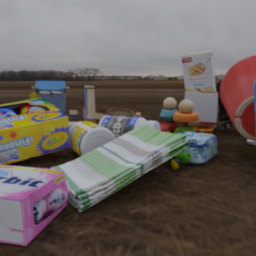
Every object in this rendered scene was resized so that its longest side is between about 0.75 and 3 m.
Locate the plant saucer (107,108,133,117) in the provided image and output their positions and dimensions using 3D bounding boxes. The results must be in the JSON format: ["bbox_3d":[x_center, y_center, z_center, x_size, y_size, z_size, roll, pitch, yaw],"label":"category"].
[{"bbox_3d":[-0.401,-0.758,14.555,1.363,0.201,1.363,3,22,-1],"label":"plant saucer"}]

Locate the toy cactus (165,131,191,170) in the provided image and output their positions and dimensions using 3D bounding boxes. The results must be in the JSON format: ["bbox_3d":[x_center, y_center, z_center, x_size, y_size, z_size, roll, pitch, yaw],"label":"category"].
[{"bbox_3d":[0.586,0.648,7.455,2.010,1.028,1.658,-8,1,1],"label":"toy cactus"}]

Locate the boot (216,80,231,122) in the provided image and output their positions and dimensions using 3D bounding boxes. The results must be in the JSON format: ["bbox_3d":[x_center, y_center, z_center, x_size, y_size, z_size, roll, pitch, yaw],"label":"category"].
[{"bbox_3d":[4.392,-1.298,11.921,0.587,1.790,1.475,14,-17,-29],"label":"boot"}]

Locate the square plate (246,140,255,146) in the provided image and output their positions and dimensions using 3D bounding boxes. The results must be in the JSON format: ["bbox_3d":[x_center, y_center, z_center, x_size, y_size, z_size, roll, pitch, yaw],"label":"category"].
[{"bbox_3d":[4.994,0.493,9.812,1.345,0.191,1.332,8,13,35],"label":"square plate"}]

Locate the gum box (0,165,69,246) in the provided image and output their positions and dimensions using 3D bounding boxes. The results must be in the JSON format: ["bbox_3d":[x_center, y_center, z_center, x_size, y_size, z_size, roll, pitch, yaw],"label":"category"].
[{"bbox_3d":[-2.240,1.167,4.703,2.256,0.746,1.280,3,11,14],"label":"gum box"}]

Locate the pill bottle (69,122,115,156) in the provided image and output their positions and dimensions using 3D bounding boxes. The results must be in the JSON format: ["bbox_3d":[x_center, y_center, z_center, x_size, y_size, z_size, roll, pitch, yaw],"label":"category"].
[{"bbox_3d":[-1.146,0.359,8.221,1.032,1.032,1.806,-5,12,-26],"label":"pill bottle"}]

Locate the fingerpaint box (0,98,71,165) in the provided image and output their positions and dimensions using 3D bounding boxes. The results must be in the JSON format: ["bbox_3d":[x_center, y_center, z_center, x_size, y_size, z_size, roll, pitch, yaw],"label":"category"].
[{"bbox_3d":[-3.388,0.055,8.000,2.798,1.026,2.334,-15,27,-29],"label":"fingerpaint box"}]

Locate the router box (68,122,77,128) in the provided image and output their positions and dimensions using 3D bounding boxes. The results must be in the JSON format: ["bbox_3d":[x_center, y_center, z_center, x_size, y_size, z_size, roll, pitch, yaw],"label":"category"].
[{"bbox_3d":[-3.320,0.203,10.266,2.367,0.578,2.124,1,11,7],"label":"router box"}]

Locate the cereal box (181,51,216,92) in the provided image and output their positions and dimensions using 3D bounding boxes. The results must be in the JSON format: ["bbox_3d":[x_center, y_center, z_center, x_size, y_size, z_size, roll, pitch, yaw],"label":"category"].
[{"bbox_3d":[2.991,-2.288,11.900,1.276,1.773,0.350,0,21,34],"label":"cereal box"}]

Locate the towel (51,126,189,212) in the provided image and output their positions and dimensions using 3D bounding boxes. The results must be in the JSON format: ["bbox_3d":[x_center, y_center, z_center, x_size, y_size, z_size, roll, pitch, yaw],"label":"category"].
[{"bbox_3d":[-0.290,0.633,6.190,2.717,0.417,2.027,-27,22,-24],"label":"towel"}]

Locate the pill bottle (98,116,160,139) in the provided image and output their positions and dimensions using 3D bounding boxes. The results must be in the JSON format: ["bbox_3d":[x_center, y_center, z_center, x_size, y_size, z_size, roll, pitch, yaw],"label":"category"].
[{"bbox_3d":[0.039,0.168,9.139,1.874,1.066,1.066,4,12,25],"label":"pill bottle"}]

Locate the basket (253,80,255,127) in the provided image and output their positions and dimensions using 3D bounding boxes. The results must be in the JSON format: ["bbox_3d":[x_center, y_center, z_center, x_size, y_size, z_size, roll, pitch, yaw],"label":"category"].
[{"bbox_3d":[3.966,-0.017,6.390,2.152,2.440,1.697,3,8,13],"label":"basket"}]

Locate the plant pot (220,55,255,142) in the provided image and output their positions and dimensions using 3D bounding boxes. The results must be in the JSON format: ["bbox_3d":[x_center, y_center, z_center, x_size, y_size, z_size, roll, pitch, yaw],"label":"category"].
[{"bbox_3d":[3.805,-0.741,8.069,2.192,2.192,1.939,3,34,13],"label":"plant pot"}]

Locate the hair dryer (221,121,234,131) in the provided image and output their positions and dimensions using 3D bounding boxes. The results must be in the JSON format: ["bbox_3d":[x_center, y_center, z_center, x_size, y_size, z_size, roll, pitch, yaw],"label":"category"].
[{"bbox_3d":[5.586,-0.079,11.755,2.767,0.752,2.108,-19,19,-17],"label":"hair dryer"}]

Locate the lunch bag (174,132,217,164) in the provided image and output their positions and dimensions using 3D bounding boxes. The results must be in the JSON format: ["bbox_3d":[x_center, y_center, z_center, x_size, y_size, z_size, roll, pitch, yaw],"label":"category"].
[{"bbox_3d":[1.799,0.549,8.246,1.351,0.693,1.681,4,10,33],"label":"lunch bag"}]

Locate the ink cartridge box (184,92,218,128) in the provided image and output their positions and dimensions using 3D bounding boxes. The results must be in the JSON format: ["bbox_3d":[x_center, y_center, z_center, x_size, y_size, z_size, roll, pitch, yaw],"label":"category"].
[{"bbox_3d":[3.158,-0.731,12.103,1.333,1.327,1.834,2,-5,17],"label":"ink cartridge box"}]

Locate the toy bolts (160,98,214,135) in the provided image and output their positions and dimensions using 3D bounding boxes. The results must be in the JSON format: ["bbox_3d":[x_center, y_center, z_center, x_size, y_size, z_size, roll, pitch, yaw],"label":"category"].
[{"bbox_3d":[2.294,-0.471,11.397,2.048,1.487,2.144,-7,13,-34],"label":"toy bolts"}]

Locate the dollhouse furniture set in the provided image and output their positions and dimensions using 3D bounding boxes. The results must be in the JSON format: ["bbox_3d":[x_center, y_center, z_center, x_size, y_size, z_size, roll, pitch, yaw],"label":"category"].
[{"bbox_3d":[-2.539,-0.502,10.956,2.372,1.548,2.240,1,-33,-11],"label":"dollhouse furniture set"}]

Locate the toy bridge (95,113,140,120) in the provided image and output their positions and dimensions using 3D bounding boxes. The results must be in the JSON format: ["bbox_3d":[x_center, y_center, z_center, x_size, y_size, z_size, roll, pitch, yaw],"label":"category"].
[{"bbox_3d":[-0.814,-0.597,15.021,2.925,0.398,0.983,2,12,6],"label":"toy bridge"}]
